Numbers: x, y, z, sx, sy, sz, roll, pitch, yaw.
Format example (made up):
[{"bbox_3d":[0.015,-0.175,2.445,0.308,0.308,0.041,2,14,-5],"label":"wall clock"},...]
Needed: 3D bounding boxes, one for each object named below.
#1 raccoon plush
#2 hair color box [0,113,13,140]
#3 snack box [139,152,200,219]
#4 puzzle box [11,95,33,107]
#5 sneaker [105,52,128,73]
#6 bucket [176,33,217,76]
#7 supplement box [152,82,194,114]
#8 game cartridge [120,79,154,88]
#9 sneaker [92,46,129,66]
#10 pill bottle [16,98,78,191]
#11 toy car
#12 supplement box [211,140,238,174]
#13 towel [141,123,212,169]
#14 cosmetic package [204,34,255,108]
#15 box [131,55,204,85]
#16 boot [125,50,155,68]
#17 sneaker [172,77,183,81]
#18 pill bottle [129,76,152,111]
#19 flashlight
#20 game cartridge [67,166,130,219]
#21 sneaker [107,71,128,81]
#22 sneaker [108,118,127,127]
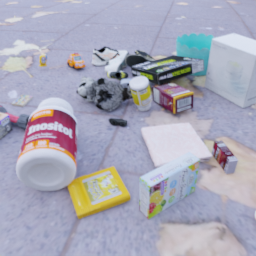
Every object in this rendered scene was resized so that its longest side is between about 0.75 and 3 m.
[{"bbox_3d":[-0.909,-1.506,12.614,2.836,1.372,1.900,11,10,-36],"label":"raccoon plush"},{"bbox_3d":[-5.841,-0.131,10.570,2.456,0.796,1.343,14,37,16],"label":"hair color box"},{"bbox_3d":[1.142,1.572,7.738,1.788,1.272,0.474,-22,40,-28],"label":"snack box"},{"bbox_3d":[-4.785,-1.231,12.676,0.577,0.110,0.867,8,36,10],"label":"puzzle box"},{"bbox_3d":[-0.588,-3.608,15.450,0.905,0.794,2.258,9,37,18],"label":"sneaker"},{"bbox_3d":[3.750,-4.016,15.262,2.475,1.610,2.475,-1,37,0],"label":"bucket"},{"bbox_3d":[1.896,-1.337,12.087,0.964,0.748,1.748,-17,31,-21],"label":"supplement box"},{"bbox_3d":[0.426,-2.183,13.615,1.595,0.331,1.062,-2,25,-2],"label":"game cartridge"},{"bbox_3d":[-0.979,-4.249,16.229,2.365,0.946,0.872,-18,38,-26],"label":"sneaker"},{"bbox_3d":[-2.435,0.371,8.864,1.651,1.651,2.923,-4,41,-5],"label":"pill bottle"},{"bbox_3d":[-3.603,-3.672,15.289,2.432,0.809,1.193,-7,29,-21],"label":"toy car"},{"bbox_3d":[3.158,0.951,9.224,0.317,0.567,1.042,-7,35,-10],"label":"supplement box"},{"bbox_3d":[1.631,0.580,9.956,1.984,0.335,2.077,-6,36,-10],"label":"towel"},{"bbox_3d":[4.959,-2.628,12.612,1.510,2.457,2.449,-19,39,-25],"label":"cosmetic package"},{"bbox_3d":[1.853,-2.886,13.595,2.626,0.624,2.536,-20,28,-20],"label":"box"},{"bbox_3d":[0.561,-3.744,15.324,2.264,0.817,1.710,4,30,-31],"label":"boot"},{"bbox_3d":[2.417,-2.838,14.628,1.297,0.455,0.704,-22,45,-38],"label":"sneaker"},{"bbox_3d":[0.558,-1.380,11.642,0.781,1.388,0.781,-8,47,9],"label":"pill bottle"},{"bbox_3d":[-4.613,-0.451,11.027,1.995,0.675,0.678,12,77,24],"label":"flashlight"},{"bbox_3d":[-0.900,1.837,8.223,1.560,0.253,1.375,-15,38,-18],"label":"game cartridge"},{"bbox_3d":[-0.419,-2.587,14.035,1.297,0.483,0.549,-9,17,-42],"label":"sneaker"},{"bbox_3d":[-0.397,-0.240,11.195,0.787,0.299,0.357,15,28,8],"label":"sneaker"}]
